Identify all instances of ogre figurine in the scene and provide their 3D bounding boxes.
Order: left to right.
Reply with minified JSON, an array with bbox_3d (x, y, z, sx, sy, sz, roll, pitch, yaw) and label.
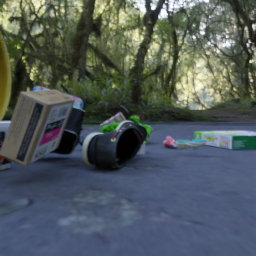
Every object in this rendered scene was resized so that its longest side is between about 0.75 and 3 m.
[{"bbox_3d":[0.042,0.133,13.082,2.494,1.223,1.495,-11,9,37],"label":"ogre figurine"}]

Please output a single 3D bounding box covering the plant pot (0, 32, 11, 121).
[{"bbox_3d":[-4.721,-1.317,6.506,2.796,2.972,2.972,-1,3,4],"label":"plant pot"}]

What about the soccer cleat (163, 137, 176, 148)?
[{"bbox_3d":[1.711,0.626,11.334,0.506,0.441,1.324,36,2,10],"label":"soccer cleat"}]

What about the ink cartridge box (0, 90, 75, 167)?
[{"bbox_3d":[-1.746,-0.074,5.646,0.584,1.280,1.554,23,12,3],"label":"ink cartridge box"}]

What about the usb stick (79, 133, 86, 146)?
[{"bbox_3d":[-1.830,0.338,10.461,0.370,0.217,1.333,-28,30,-19],"label":"usb stick"}]

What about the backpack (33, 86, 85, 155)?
[{"bbox_3d":[-2.198,-0.090,8.031,1.814,1.538,2.043,16,-34,-6],"label":"backpack"}]

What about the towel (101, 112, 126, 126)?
[{"bbox_3d":[-0.692,-0.181,14.051,1.205,0.882,0.180,-32,42,0],"label":"towel"}]

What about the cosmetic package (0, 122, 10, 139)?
[{"bbox_3d":[-4.793,0.373,8.310,2.704,1.116,0.685,-2,3,-29],"label":"cosmetic package"}]

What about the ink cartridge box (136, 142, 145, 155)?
[{"bbox_3d":[0.007,0.640,9.513,1.028,0.430,0.742,0,5,-11],"label":"ink cartridge box"}]

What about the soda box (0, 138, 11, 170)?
[{"bbox_3d":[-4.089,0.622,6.847,2.360,0.747,0.835,0,4,19],"label":"soda box"}]

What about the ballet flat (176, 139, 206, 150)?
[{"bbox_3d":[2.025,0.537,9.050,0.971,0.348,0.348,-1,3,4],"label":"ballet flat"}]

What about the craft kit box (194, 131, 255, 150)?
[{"bbox_3d":[4.633,0.480,11.935,2.616,0.635,2.583,-1,0,-19],"label":"craft kit box"}]

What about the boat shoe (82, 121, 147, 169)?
[{"bbox_3d":[-0.060,0.439,7.641,0.929,1.085,2.965,4,9,24],"label":"boat shoe"}]
